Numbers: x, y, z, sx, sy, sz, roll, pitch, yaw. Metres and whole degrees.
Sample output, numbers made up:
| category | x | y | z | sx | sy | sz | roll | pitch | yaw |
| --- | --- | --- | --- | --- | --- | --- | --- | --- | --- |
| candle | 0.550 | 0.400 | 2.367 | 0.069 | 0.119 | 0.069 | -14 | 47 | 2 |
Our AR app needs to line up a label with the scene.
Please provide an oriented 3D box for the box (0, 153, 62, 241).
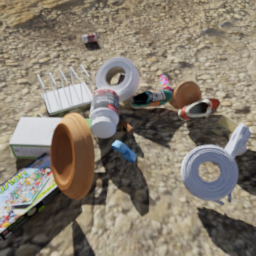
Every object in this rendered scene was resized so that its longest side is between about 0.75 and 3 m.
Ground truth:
| category | x | y | z | sx | sy | sz | roll | pitch | yaw |
| --- | --- | --- | --- | --- | --- | --- | --- | --- | --- |
| box | -3.248 | 2.061 | 8.944 | 1.490 | 0.470 | 2.707 | 30 | 52 | 28 |

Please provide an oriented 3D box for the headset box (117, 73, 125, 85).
| category | x | y | z | sx | sy | sz | roll | pitch | yaw |
| --- | --- | --- | --- | --- | --- | --- | --- | --- | --- |
| headset box | -0.245 | -2.010 | 12.962 | 0.387 | 0.745 | 1.001 | 4 | 44 | 5 |

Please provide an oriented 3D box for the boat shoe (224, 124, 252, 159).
| category | x | y | z | sx | sy | sz | roll | pitch | yaw |
| --- | --- | --- | --- | --- | --- | --- | --- | --- | --- |
| boat shoe | 4.032 | 0.674 | 10.227 | 0.613 | 0.690 | 1.874 | 38 | 67 | 0 |

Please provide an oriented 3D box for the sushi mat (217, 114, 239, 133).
| category | x | y | z | sx | sy | sz | roll | pitch | yaw |
| --- | --- | --- | --- | --- | --- | --- | --- | --- | --- |
| sushi mat | 4.088 | -0.158 | 11.361 | 0.899 | 0.430 | 0.054 | 42 | 13 | 35 |

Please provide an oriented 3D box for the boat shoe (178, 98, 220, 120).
| category | x | y | z | sx | sy | sz | roll | pitch | yaw |
| --- | --- | --- | --- | --- | --- | --- | --- | --- | --- |
| boat shoe | 3.055 | -0.823 | 11.545 | 2.084 | 0.652 | 0.742 | -18 | 84 | -25 |

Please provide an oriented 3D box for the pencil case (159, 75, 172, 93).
| category | x | y | z | sx | sy | sz | roll | pitch | yaw |
| --- | --- | --- | --- | --- | --- | --- | --- | --- | --- |
| pencil case | 1.747 | -2.039 | 13.206 | 0.481 | 0.481 | 1.089 | -3 | 46 | -3 |

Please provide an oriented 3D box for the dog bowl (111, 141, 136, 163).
| category | x | y | z | sx | sy | sz | roll | pitch | yaw |
| --- | --- | --- | --- | --- | --- | --- | --- | --- | --- |
| dog bowl | -0.126 | 0.830 | 9.857 | 0.255 | 1.030 | 0.574 | -55 | 22 | -18 |

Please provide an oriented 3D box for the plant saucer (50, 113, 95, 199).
| category | x | y | z | sx | sy | sz | roll | pitch | yaw |
| --- | --- | --- | --- | --- | --- | --- | --- | --- | --- |
| plant saucer | -1.727 | 0.822 | 8.111 | 0.468 | 2.500 | 2.500 | -1 | 39 | -35 |

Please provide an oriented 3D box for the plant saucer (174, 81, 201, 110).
| category | x | y | z | sx | sy | sz | roll | pitch | yaw |
| --- | --- | --- | --- | --- | --- | --- | --- | --- | --- |
| plant saucer | 2.547 | -1.341 | 11.846 | 1.285 | 1.285 | 0.207 | -15 | 14 | -15 |

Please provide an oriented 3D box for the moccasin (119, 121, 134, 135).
| category | x | y | z | sx | sy | sz | roll | pitch | yaw |
| --- | --- | --- | --- | --- | --- | --- | --- | --- | --- |
| moccasin | -0.111 | 0.009 | 11.111 | 0.367 | 0.347 | 0.950 | -32 | 40 | -13 |

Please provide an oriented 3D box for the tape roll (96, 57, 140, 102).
| category | x | y | z | sx | sy | sz | roll | pitch | yaw |
| --- | --- | --- | --- | --- | --- | --- | --- | --- | --- |
| tape roll | -0.460 | -2.146 | 12.493 | 1.924 | 0.673 | 1.924 | -6 | 72 | 18 |

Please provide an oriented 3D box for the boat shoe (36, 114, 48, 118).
| category | x | y | z | sx | sy | sz | roll | pitch | yaw |
| --- | --- | --- | --- | --- | --- | --- | --- | --- | --- |
| boat shoe | -3.387 | -0.293 | 11.473 | 0.363 | 0.403 | 1.121 | -7 | 25 | -44 |

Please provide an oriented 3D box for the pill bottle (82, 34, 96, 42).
| category | x | y | z | sx | sy | sz | roll | pitch | yaw |
| --- | --- | --- | --- | --- | --- | --- | --- | --- | --- |
| pill bottle | -2.298 | -5.322 | 16.605 | 0.768 | 0.439 | 0.439 | -13 | 46 | -14 |

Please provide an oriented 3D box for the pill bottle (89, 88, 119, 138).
| category | x | y | z | sx | sy | sz | roll | pitch | yaw |
| --- | --- | --- | --- | --- | --- | --- | --- | --- | --- |
| pill bottle | -0.940 | -0.603 | 11.223 | 1.147 | 1.147 | 1.980 | -1 | 45 | -1 |

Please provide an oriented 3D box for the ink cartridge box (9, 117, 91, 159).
| category | x | y | z | sx | sy | sz | roll | pitch | yaw |
| --- | --- | --- | --- | --- | --- | --- | --- | --- | --- |
| ink cartridge box | -2.765 | 0.389 | 10.420 | 2.752 | 0.816 | 1.429 | 1 | 44 | 1 |

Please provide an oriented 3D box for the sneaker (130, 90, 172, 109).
| category | x | y | z | sx | sy | sz | roll | pitch | yaw |
| --- | --- | --- | --- | --- | --- | --- | --- | --- | --- |
| sneaker | 1.038 | -1.258 | 12.031 | 1.904 | 0.761 | 0.680 | -13 | 81 | -6 |

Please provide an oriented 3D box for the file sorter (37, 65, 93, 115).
| category | x | y | z | sx | sy | sz | roll | pitch | yaw |
| --- | --- | --- | --- | --- | --- | --- | --- | --- | --- |
| file sorter | -2.712 | -1.748 | 12.282 | 2.082 | 1.296 | 1.445 | -19 | 48 | -18 |

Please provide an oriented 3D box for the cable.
| category | x | y | z | sx | sy | sz | roll | pitch | yaw |
| --- | --- | --- | --- | --- | --- | --- | --- | --- | --- |
| cable | 2.539 | 1.413 | 8.835 | 1.746 | 0.604 | 1.745 | 12 | 77 | 15 |
